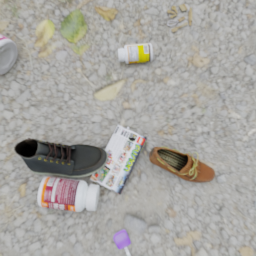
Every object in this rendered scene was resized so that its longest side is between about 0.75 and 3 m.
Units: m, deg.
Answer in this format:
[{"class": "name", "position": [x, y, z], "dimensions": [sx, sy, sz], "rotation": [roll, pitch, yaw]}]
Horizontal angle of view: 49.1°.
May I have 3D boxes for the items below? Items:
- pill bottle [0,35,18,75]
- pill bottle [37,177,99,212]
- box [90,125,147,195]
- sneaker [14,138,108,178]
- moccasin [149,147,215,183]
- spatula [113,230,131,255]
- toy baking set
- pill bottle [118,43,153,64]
[{"class": "pill bottle", "position": [-5.831, -3.277, 10.942], "dimensions": [2.591, 1.469, 1.469], "rotation": [29, 76, 7]}, {"class": "pill bottle", "position": [-1.998, 2.290, 9.578], "dimensions": [1.914, 1.048, 1.048], "rotation": [7, 74, 2]}, {"class": "box", "position": [-0.329, 1.146, 10.238], "dimensions": [1.243, 0.392, 2.258], "rotation": [25, 76, 7]}, {"class": "sneaker", "position": [-2.232, 0.985, 9.483], "dimensions": [2.948, 1.566, 1.102], "rotation": [-6, 64, 4]}, {"class": "moccasin", "position": [1.965, 1.251, 9.800], "dimensions": [2.459, 0.949, 0.899], "rotation": [28, 72, -7]}, {"class": "spatula", "position": [0.050, 4.364, 9.432], "dimensions": [0.511, 0.186, 1.807], "rotation": [-25, 76, -5]}, {"class": "toy baking set", "position": [2.226, -4.702, 12.055], "dimensions": [1.104, 0.167, 1.438], "rotation": [0, 74, 3]}, {"class": "pill bottle", "position": [0.284, -2.970, 11.240], "dimensions": [1.351, 0.738, 0.738], "rotation": [-5, 74, -1]}]
